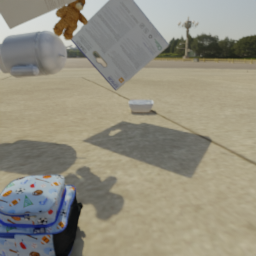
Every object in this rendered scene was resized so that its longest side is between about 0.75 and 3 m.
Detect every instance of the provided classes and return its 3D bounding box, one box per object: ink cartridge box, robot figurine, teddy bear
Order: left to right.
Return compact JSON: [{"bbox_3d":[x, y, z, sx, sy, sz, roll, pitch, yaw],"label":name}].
[{"bbox_3d":[-3.205,-2.489,9.525,2.561,1.446,2.172,-3,51,12],"label":"robot figurine"},{"bbox_3d":[-1.794,-3.468,8.838,1.076,1.484,0.495,39,7,-41],"label":"teddy bear"},{"bbox_3d":[-0.343,-3.498,11.355,2.882,2.830,0.624,-38,11,16],"label":"ink cartridge box"}]

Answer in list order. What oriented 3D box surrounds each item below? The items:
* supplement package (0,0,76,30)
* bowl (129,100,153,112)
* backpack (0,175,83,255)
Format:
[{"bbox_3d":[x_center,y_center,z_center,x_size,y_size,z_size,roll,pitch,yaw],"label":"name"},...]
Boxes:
[{"bbox_3d":[-1.987,-2.841,5.601,1.523,0.890,0.893,-28,59,-10],"label":"supplement package"},{"bbox_3d":[0.578,-0.986,12.683,1.117,0.417,1.115,2,15,3],"label":"bowl"},{"bbox_3d":[-1.295,1.196,3.730,1.155,0.935,1.213,-10,18,3],"label":"backpack"}]
